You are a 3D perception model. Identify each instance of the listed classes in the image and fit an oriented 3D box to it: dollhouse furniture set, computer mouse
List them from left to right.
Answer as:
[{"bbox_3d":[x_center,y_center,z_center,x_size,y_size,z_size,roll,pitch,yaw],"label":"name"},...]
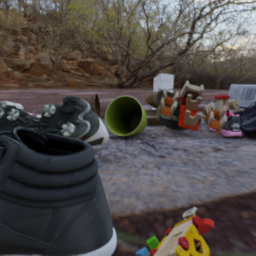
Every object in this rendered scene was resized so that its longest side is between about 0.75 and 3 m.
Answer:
[{"bbox_3d":[1.756,-0.503,7.975,1.744,0.898,1.725,16,40,4],"label":"dollhouse furniture set"},{"bbox_3d":[3.579,-0.177,7.843,1.294,0.492,1.868,-25,13,19],"label":"computer mouse"}]

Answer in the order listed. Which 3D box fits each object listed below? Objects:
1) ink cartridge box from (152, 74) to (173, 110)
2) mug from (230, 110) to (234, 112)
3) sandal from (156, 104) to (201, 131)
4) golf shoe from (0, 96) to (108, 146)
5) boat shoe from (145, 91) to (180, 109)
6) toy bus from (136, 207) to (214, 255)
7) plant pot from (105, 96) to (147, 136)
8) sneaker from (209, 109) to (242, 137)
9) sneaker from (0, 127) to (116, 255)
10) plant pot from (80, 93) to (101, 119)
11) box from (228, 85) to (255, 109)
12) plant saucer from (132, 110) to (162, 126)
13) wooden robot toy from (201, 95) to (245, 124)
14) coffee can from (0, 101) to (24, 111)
[{"bbox_3d":[1.633,-1.647,13.334,0.695,1.639,1.194,2,0,-10],"label":"ink cartridge box"},{"bbox_3d":[4.707,-0.937,12.762,1.011,0.746,0.886,35,24,13],"label":"mug"},{"bbox_3d":[1.586,-0.296,8.896,0.599,0.833,2.098,-12,-10,43],"label":"sandal"},{"bbox_3d":[-1.798,0.202,5.598,2.873,1.109,1.266,-4,-22,23],"label":"golf shoe"},{"bbox_3d":[1.841,-1.055,11.790,2.485,0.894,0.845,15,-11,-34],"label":"boat shoe"},{"bbox_3d":[0.459,0.984,2.230,0.685,0.354,0.646,-31,-8,-13],"label":"toy bus"},{"bbox_3d":[0.086,-0.231,7.771,1.069,1.069,1.143,4,-8,23],"label":"plant pot"},{"bbox_3d":[2.792,-0.186,8.032,0.608,0.734,1.540,-3,9,-6],"label":"sneaker"},{"bbox_3d":[-1.265,0.566,2.359,2.304,1.142,0.814,-2,12,-6],"label":"sneaker"},{"bbox_3d":[-1.668,-0.766,10.819,1.042,1.052,1.052,-6,9,6],"label":"plant pot"},{"bbox_3d":[4.863,-0.939,10.494,1.709,0.896,1.571,17,3,-22],"label":"box"},{"bbox_3d":[0.750,-0.405,10.432,2.417,0.356,2.417,0,10,0],"label":"plant saucer"},{"bbox_3d":[3.091,-0.560,9.764,2.395,1.055,1.087,-5,-2,-36],"label":"wooden robot toy"},{"bbox_3d":[-4.402,-0.664,10.519,0.580,0.580,0.793,4,-3,25],"label":"coffee can"}]
